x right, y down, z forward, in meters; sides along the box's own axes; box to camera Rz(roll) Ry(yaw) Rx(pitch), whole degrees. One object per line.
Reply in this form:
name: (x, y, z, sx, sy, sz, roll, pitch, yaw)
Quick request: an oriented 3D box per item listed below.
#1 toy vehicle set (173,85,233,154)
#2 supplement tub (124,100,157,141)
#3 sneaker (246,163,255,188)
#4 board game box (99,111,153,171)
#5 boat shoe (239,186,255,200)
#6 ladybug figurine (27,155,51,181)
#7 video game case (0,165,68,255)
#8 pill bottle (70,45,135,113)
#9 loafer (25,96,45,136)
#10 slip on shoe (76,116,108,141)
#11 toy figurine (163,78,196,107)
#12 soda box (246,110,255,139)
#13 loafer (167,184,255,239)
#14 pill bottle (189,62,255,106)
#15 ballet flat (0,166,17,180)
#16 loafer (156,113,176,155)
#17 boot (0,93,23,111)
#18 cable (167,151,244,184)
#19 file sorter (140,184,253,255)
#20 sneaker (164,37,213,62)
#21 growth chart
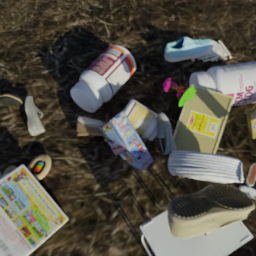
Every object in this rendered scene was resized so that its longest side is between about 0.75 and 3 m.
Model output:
toy vehicle set: (2.592, -0.132, 10.004, 1.564, 0.334, 2.517, 20, 87, 6)
supplement tub: (0.436, -0.246, 9.641, 1.343, 0.977, 0.977, 32, 60, -5)
sneaker: (3.301, 1.275, 7.464, 0.271, 0.303, 0.758, 28, 59, 21)
board game box: (-0.116, 0.542, 9.032, 0.575, 1.863, 1.862, -39, 94, -24)
boat shoe: (4.117, 2.210, 9.331, 0.852, 0.314, 0.279, 20, 55, 14)
ladybug figurine: (-3.095, 1.423, 9.792, 0.740, 0.392, 1.090, 22, 60, 14)
video game case: (-3.399, 2.635, 8.543, 2.129, 0.268, 2.339, -38, 82, -30)
pill bottle: (-0.999, -1.991, 11.361, 1.502, 1.502, 2.741, 29, 62, 18)
loafer: (-3.651, -0.510, 10.964, 0.620, 0.621, 1.776, -13, 65, -13)
slip on shoe: (-0.717, 0.139, 10.402, 2.459, 0.935, 0.745, 11, 89, -3)
toy figurine: (1.597, -1.272, 9.081, 0.925, 0.755, 1.005, 40, 34, 22)
soda box: (3.856, -0.096, 8.550, 0.316, 0.989, 0.335, -22, 47, 9)
loafer: (2.086, 2.162, 7.253, 2.704, 0.923, 1.023, -1, 33, -25)
pill bottle: (3.989, -1.660, 11.062, 2.844, 1.612, 1.612, -8, 57, -3)
ballet flat: (-3.977, 2.103, 9.179, 0.740, 0.740, 2.095, -3, 57, -2)
loafer: (1.149, 0.200, 9.034, 0.482, 0.483, 1.380, -19, 94, -29)
boot: (-5.095, -0.764, 11.165, 1.654, 0.640, 1.144, 4, 61, 19)
cable: (2.283, 1.182, 8.373, 2.192, 2.192, 0.759, 6, 80, 15)
file sorter: (1.787, 3.138, 7.992, 2.461, 1.533, 1.708, -25, 60, -16)
sneaker: (2.770, -3.673, 12.634, 2.309, 0.946, 0.853, -18, 59, -2)
growth chart: (3.747, -3.614, 13.215, 1.998, 0.177, 1.446, -7, 57, -4)
